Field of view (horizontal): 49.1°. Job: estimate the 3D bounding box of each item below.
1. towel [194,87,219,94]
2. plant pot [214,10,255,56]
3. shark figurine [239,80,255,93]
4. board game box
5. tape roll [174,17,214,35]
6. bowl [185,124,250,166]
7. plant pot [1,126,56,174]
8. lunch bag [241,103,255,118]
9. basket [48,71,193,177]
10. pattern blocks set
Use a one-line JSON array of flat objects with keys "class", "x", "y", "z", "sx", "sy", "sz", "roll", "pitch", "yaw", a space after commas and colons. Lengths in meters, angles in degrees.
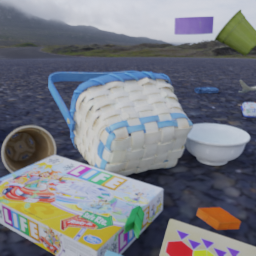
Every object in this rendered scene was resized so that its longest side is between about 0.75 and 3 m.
[{"class": "towel", "x": 3.972, "y": -1.916, "z": 14.209, "sx": 1.101, "sy": 0.267, "sz": 0.614, "roll": -3, "pitch": 17, "yaw": -8}, {"class": "plant pot", "x": 4.073, "y": -3.318, "z": 10.170, "sx": 1.270, "sy": 1.337, "sz": 1.337, "roll": 44, "pitch": 29, "yaw": 7}, {"class": "shark figurine", "x": 2.853, "y": -1.024, "z": 5.663, "sx": 0.694, "sy": 1.162, "sz": 0.485, "roll": 46, "pitch": 15, "yaw": 23}, {"class": "board game box", "x": -0.881, "y": 1.097, "z": 4.252, "sx": 2.364, "sy": 0.405, "sz": 1.589, "roll": 11, "pitch": 20, "yaw": 31}, {"class": "tape roll", "x": 1.799, "y": -2.811, "z": 7.700, "sx": 1.051, "sy": 0.447, "sz": 1.051, "roll": -2, "pitch": 19, "yaw": 1}, {"class": "bowl", "x": 1.856, "y": 0.399, "z": 6.124, "sx": 1.424, "sy": 0.640, "sz": 1.424, "roll": 0, "pitch": 17, "yaw": 0}, {"class": "plant pot", "x": -2.108, "y": 0.438, "z": 5.705, "sx": 1.009, "sy": 1.009, "sz": 0.924, "roll": -11, "pitch": 9, "yaw": -32}, {"class": "lunch bag", "x": 4.427, "y": -0.629, "z": 9.892, "sx": 0.821, "sy": 0.387, "sz": 1.024, "roll": 3, "pitch": 18, "yaw": 17}, {"class": "basket", "x": -0.227, "y": -0.351, "z": 5.888, "sx": 2.437, "sy": 1.923, "sz": 2.764, "roll": -7, "pitch": 49, "yaw": -24}, {"class": "pattern blocks set", "x": 0.949, "y": 1.499, "z": 2.836, "sx": 2.337, "sy": 0.189, "sz": 2.054, "roll": 19, "pitch": 24, "yaw": 21}]
